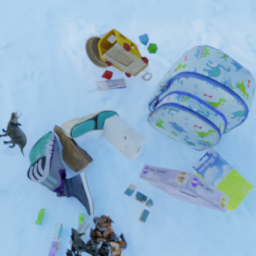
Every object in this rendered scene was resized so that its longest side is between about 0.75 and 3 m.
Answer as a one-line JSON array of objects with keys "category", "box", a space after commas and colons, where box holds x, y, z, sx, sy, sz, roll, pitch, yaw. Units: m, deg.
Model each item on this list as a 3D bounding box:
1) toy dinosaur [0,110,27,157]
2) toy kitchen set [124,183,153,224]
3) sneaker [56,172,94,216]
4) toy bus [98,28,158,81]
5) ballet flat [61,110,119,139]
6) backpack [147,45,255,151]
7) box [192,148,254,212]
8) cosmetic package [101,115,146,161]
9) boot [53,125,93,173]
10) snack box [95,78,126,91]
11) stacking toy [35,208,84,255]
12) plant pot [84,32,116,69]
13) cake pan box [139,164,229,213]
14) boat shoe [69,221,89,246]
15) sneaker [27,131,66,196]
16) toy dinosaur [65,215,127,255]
[{"category": "toy dinosaur", "box": [-3.675, 0.283, 9.143, 0.800, 1.564, 0.602, -17, 13, 7]}, {"category": "toy kitchen set", "box": [0.237, 2.216, 8.172, 0.921, 0.543, 0.738, 29, 57, 3]}, {"category": "sneaker", "box": [-1.605, 2.112, 8.432, 0.994, 0.523, 1.375, -15, 60, -15]}, {"category": "toy bus", "box": [-0.082, -2.826, 10.729, 2.082, 2.207, 1.140, -9, 59, -9]}, {"category": "ballet flat", "box": [-1.276, -0.257, 9.631, 0.709, 0.767, 2.274, 28, 31, 35]}, {"category": "backpack", "box": [2.194, -0.739, 8.602, 2.733, 2.987, 2.195, 31, 63, -3]}, {"category": "box", "box": [2.895, 1.585, 8.753, 1.065, 0.416, 1.747, -39, 74, -23]}, {"category": "cosmetic package", "box": [-0.183, 0.316, 9.469, 1.430, 0.807, 0.580, 36, 41, 23]}, {"category": "boot", "box": [-2.067, 0.664, 9.415, 0.766, 0.748, 2.031, -45, 60, -3]}, {"category": "snack box", "box": [-0.680, -1.712, 11.069, 1.179, 0.143, 0.424, -8, 59, -11]}, {"category": "stacking toy", "box": [-2.049, 3.200, 7.801, 1.400, 0.436, 1.857, 5, 56, 3]}, {"category": "plant pot", "box": [-0.865, -3.440, 11.857, 1.444, 1.444, 1.322, 26, 48, 17]}, {"category": "cake pan box", "box": [1.466, 1.629, 7.644, 1.893, 1.743, 0.495, -1, 58, 55]}, {"category": "boat shoe", "box": [-1.328, 2.993, 7.904, 0.828, 0.276, 0.304, -51, 25, 6]}, {"category": "sneaker", "box": [-2.481, 1.106, 8.908, 0.969, 1.140, 2.605, -36, 27, 10]}, {"category": "toy dinosaur", "box": [-0.709, 3.124, 7.143, 1.583, 2.333, 1.192, 7, 96, -19]}]
